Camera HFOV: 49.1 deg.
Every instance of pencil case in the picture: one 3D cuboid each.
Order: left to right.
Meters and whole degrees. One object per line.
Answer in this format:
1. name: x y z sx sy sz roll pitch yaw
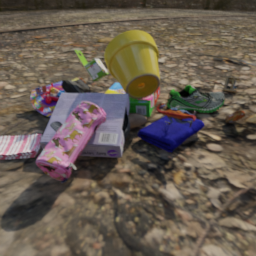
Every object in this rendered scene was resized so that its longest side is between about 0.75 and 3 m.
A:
1. pencil case: -1.587 0.319 8.171 1.079 1.032 2.493 27 56 2

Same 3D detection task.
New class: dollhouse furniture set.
1. dollhouse furniture set: 5.261 -2.150 14.219 0.678 0.682 0.967 15 3 24

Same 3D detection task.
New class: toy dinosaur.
1. toy dinosaur: 1.569 -0.536 9.338 1.277 0.739 1.407 19 -12 5

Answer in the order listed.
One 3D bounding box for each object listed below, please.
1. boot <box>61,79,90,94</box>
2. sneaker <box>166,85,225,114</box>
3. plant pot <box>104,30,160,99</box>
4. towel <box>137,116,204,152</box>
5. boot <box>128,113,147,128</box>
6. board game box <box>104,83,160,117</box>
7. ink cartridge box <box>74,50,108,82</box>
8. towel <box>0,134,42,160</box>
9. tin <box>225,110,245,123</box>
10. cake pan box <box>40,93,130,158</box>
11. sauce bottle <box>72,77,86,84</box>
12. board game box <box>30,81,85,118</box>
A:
1. boot: -1.997 -1.532 12.020 1.088 0.577 1.653 -15 61 -49
2. sneaker: 2.944 -1.237 11.899 2.658 1.132 1.037 -8 30 -16
3. plant pot: 0.301 -2.320 10.961 2.142 2.142 2.016 -8 56 -13
4. towel: 1.565 0.132 10.160 1.574 0.528 2.132 20 33 39
5. boot: -0.187 -0.124 10.358 1.567 0.550 1.146 -7 13 23
6. board game box: 0.094 -1.288 12.167 2.213 0.583 2.892 2 25 13
7. ink cartridge box: -1.512 -2.725 11.671 0.562 1.484 1.097 -31 9 11
8. towel: -3.895 0.599 9.513 1.769 0.265 1.294 -3 29 -6
9. tin: 4.147 -0.431 10.865 0.463 0.828 0.173 7 62 -28
10. cake pan box: -1.318 -0.188 9.694 2.751 0.720 2.534 1 49 7
11. sauce bottle: -2.937 -1.706 13.131 0.701 0.701 2.125 23 42 35
12. board game box: -2.971 -1.430 12.128 2.399 0.467 1.895 -26 60 -31
